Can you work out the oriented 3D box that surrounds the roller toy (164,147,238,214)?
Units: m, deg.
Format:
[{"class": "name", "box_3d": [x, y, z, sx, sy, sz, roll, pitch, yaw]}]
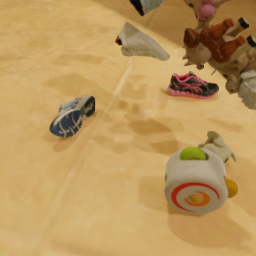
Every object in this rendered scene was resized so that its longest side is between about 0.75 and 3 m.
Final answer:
[{"class": "roller toy", "box_3d": [1.394, 1.145, 5.792, 1.366, 1.247, 0.955, 33, 38, -15]}]

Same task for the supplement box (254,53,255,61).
[{"class": "supplement box", "box_3d": [4.959, -2.807, 11.259, 0.985, 0.300, 0.536, -13, 41, -14]}]

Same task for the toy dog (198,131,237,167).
[{"class": "toy dog", "box_3d": [2.063, 0.789, 6.747, 1.027, 0.739, 1.059, 33, 45, -2]}]

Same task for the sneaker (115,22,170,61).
[{"class": "sneaker", "box_3d": [0.347, -2.187, 7.811, 0.827, 0.711, 1.954, -52, 52, 10]}]

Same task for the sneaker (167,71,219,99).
[{"class": "sneaker", "box_3d": [2.183, -1.479, 9.284, 1.710, 0.816, 0.676, 3, 38, 1]}]

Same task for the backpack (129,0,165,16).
[{"class": "backpack", "box_3d": [0.310, -3.712, 7.188, 0.959, 1.264, 1.515, -30, 74, 11]}]

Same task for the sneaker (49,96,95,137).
[{"class": "sneaker", "box_3d": [-1.714, -0.346, 8.130, 0.805, 0.728, 1.889, 8, 32, 25]}]

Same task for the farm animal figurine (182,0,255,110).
[{"class": "farm animal figurine", "box_3d": [1.949, -1.880, 6.172, 2.698, 1.422, 2.728, 35, 44, -25]}]
